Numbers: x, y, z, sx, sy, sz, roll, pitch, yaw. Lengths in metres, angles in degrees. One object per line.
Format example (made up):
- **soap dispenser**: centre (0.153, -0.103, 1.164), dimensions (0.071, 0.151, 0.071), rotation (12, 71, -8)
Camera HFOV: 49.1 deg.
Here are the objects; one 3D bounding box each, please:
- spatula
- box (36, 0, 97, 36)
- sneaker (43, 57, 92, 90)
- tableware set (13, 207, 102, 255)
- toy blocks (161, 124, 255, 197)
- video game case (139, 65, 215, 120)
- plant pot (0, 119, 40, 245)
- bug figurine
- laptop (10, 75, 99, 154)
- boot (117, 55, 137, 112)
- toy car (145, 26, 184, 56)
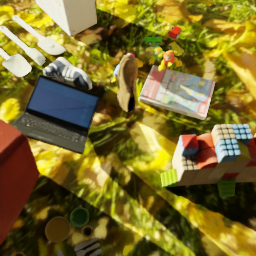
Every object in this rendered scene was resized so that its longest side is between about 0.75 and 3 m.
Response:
- **spatula**: centre (-3.870, -3.000, 9.946), dimensions (2.862, 0.230, 1.990), rotation (40, 68, 21)
- **box**: centre (-2.420, -4.867, 10.268), dimensions (1.232, 1.572, 2.527), rotation (-34, 65, -19)
- **sneaker**: centre (-1.965, -1.536, 8.819), dimensions (0.942, 0.609, 1.737), rotation (-38, 60, -25)
- **tableware set**: centre (-1.661, 2.714, 6.455), dimensions (1.929, 0.296, 1.299), rotation (-24, 62, -13)
- **toy blocks**: centre (2.311, 0.651, 6.709), dimensions (2.890, 1.975, 1.444), rotation (-3, 59, -1)
- **video game case**: centre (1.557, -1.167, 8.858), dimensions (2.086, 0.182, 1.492), rotation (17, 60, 10)
- **plant pot**: centre (-3.562, 1.009, 6.265), dimensions (2.655, 2.652, 2.340), rotation (30, 56, 17)
- **bug figurine**: centre (0.493, -2.058, 8.629), dimensions (2.176, 0.560, 1.687), rotation (-13, 29, 9)
- **laptop**: centre (-1.867, -0.441, 7.552), dimensions (1.897, 1.106, 2.141), rotation (18, 18, -9)
- **boot**: centre (0.053, -1.215, 7.972), dimensions (0.619, 1.680, 0.634), rotation (-10, 39, -20)
- **toy car**: centre (1.263, -3.043, 9.916), dimensions (1.337, 0.317, 1.421), rotation (1, 58, 1)
